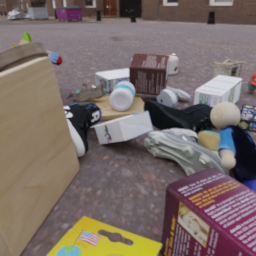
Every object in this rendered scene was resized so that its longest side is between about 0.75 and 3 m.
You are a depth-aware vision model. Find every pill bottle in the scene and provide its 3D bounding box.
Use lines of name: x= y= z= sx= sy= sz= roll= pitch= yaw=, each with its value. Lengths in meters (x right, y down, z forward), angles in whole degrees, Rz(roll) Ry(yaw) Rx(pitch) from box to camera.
pill bottle: x=-0.176 y=-1.247 z=10.473 sx=0.815 sy=0.815 sz=1.471 roll=3 pitch=25 yaw=6

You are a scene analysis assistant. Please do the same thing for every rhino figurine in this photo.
rhino figurine: x=-1.674 y=-1.335 z=10.902 sx=1.690 sy=0.505 sz=0.739 roll=-13 pitch=55 yaw=14

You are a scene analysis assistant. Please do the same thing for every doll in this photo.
doll: x=2.276 y=0.774 z=5.111 sx=1.938 sy=0.688 sz=2.840 roll=10 pitch=51 yaw=-50

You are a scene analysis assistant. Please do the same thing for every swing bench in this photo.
swing bench: x=4.594 y=-2.438 z=13.060 sx=1.284 sy=1.277 sz=0.833 roll=-20 pitch=32 yaw=-36

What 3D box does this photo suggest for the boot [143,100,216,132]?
boot: x=1.840 y=-0.461 z=9.419 sx=1.809 sy=0.817 sz=2.207 roll=-20 pitch=39 yaw=-33

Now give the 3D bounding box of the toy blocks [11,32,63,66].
toy blocks: x=-3.912 y=-2.221 z=11.593 sx=1.965 sy=2.874 sz=1.436 roll=25 pitch=-5 yaw=8

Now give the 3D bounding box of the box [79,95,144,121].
box: x=-0.610 y=-0.806 z=10.797 sx=2.490 sy=0.265 sz=2.035 roll=-4 pitch=26 yaw=-9

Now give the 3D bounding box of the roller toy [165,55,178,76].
roller toy: x=2.164 y=-3.580 z=15.794 sx=1.443 sy=1.008 sz=1.316 roll=-9 pitch=27 yaw=-19

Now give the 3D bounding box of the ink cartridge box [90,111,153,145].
ink cartridge box: x=-0.251 y=0.037 z=8.154 sx=1.026 sy=0.605 sz=1.783 roll=-18 pitch=3 yaw=-33

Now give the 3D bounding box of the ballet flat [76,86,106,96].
ballet flat: x=-1.598 y=-1.516 z=11.687 sx=1.395 sy=0.470 sz=0.491 roll=-10 pitch=58 yaw=13

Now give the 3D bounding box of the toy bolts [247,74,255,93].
toy bolts: x=5.897 y=-1.650 z=12.317 sx=1.360 sy=0.943 sz=1.299 roll=17 pitch=69 yaw=12

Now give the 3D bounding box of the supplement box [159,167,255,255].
supplement box: x=1.669 y=1.835 z=3.800 sx=1.112 sy=1.432 sz=2.595 roll=-13 pitch=28 yaw=-30

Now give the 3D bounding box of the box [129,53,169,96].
box: x=0.857 y=-2.159 z=11.296 sx=1.480 sy=1.216 sz=1.228 roll=7 pitch=42 yaw=10

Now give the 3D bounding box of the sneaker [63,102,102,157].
sneaker: x=-1.372 y=-0.181 z=8.422 sx=1.579 sy=1.031 sz=2.822 roll=-19 pitch=29 yaw=-23

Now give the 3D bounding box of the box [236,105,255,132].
box: x=4.606 y=-0.291 z=9.546 sx=1.603 sy=0.398 sz=1.591 roll=12 pitch=27 yaw=25

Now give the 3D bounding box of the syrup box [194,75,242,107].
syrup box: x=3.472 y=-1.220 z=10.787 sx=1.030 sy=0.996 sz=2.529 roll=17 pitch=31 yaw=32

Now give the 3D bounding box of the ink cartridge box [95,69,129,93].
ink cartridge box: x=-0.117 y=-2.392 z=13.697 sx=2.654 sy=0.668 sz=1.446 roll=-13 pitch=28 yaw=-28

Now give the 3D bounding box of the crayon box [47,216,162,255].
crayon box: x=-0.622 y=2.338 z=3.708 sx=1.516 sy=0.606 sz=2.388 roll=12 pitch=28 yaw=24

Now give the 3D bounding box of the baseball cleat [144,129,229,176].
baseball cleat: x=1.625 y=0.542 z=7.164 sx=1.409 sy=0.923 sz=2.648 roll=-19 pitch=32 yaw=-34

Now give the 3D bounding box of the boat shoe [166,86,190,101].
boat shoe: x=1.841 y=-1.360 z=11.732 sx=1.504 sy=0.533 sz=0.525 roll=24 pitch=78 yaw=23

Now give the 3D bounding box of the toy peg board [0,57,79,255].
toy peg board: x=-2.410 y=0.377 z=5.474 sx=1.391 sy=2.832 sz=2.844 roll=-4 pitch=24 yaw=16

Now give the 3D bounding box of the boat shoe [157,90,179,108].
boat shoe: x=1.518 y=-1.078 z=10.163 sx=0.581 sy=0.705 sz=2.054 roll=-20 pitch=5 yaw=-4

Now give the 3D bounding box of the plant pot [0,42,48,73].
plant pot: x=-3.695 y=-1.687 z=10.188 sx=2.307 sy=2.002 sz=2.307 roll=-24 pitch=8 yaw=4

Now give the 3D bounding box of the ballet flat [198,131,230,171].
ballet flat: x=2.621 y=0.815 z=6.598 sx=2.600 sy=0.892 sz=0.820 roll=25 pitch=74 yaw=41
